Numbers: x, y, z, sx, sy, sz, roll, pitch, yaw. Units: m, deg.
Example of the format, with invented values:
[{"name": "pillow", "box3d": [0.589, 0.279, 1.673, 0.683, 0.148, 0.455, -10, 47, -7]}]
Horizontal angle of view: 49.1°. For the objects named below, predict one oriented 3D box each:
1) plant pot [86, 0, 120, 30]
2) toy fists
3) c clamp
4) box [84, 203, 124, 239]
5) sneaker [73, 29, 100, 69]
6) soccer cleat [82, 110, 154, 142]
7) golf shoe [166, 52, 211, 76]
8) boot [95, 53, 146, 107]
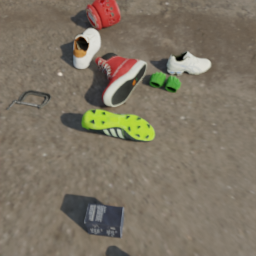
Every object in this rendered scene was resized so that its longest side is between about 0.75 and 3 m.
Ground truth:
[{"name": "plant pot", "box3d": [-1.311, -5.764, 14.150, 1.333, 1.464, 1.464, -32, 59, -11]}, {"name": "toy fists", "box3d": [1.566, -1.937, 11.835, 1.322, 0.455, 0.674, 19, 62, 12]}, {"name": "c clamp", "box3d": [-3.913, -1.062, 11.347, 1.477, 0.200, 1.262, 7, 48, 7]}, {"name": "box", "box3d": [-0.646, 2.659, 7.983, 1.007, 0.990, 0.591, 6, 52, 4]}, {"name": "sneaker", "box3d": [-1.878, -3.991, 12.933, 0.983, 1.143, 2.700, 6, 51, 3]}, {"name": "soccer cleat", "box3d": [-0.357, -0.048, 10.065, 2.674, 1.084, 0.903, 15, 71, -17]}, {"name": "golf shoe", "box3d": [2.704, -2.866, 12.205, 2.018, 0.981, 0.790, -9, 51, -8]}, {"name": "boot", "box3d": [-0.783, -2.105, 11.619, 2.115, 1.061, 2.931, 22, 48, 17]}]
